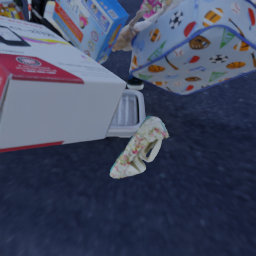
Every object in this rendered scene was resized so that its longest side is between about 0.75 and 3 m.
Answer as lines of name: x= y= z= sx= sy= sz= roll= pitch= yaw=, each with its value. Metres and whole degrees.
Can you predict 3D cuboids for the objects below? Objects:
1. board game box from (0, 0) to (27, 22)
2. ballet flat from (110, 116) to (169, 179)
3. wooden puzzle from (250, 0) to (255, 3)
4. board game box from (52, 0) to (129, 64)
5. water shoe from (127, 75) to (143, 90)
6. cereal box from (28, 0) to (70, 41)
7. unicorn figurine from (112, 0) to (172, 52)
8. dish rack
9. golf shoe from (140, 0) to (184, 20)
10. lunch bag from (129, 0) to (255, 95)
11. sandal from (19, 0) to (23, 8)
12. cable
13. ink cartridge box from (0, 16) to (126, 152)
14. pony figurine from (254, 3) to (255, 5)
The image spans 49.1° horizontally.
board game box: x=-2.554 y=-2.076 z=5.351 sx=0.295 sy=2.512 sz=1.316 roll=0 pitch=26 yaw=37
ballet flat: x=0.146 y=0.412 z=4.178 sx=0.505 sy=1.336 sz=0.427 roll=-15 pitch=55 yaw=-48
wooden puzzle: x=3.759 y=-3.531 z=8.345 sx=0.541 sy=2.687 sz=2.904 roll=-18 pitch=5 yaw=-28
board game box: x=-0.796 y=-2.129 z=5.380 sx=0.397 sy=1.391 sz=1.420 roll=-36 pitch=86 yaw=-31
water shoe: x=0.277 y=-2.029 z=10.776 sx=0.611 sy=0.675 sz=1.710 roll=1 pitch=33 yaw=1
cereal box: x=-2.186 y=-2.497 z=8.069 sx=1.507 sy=2.094 sz=0.414 roll=26 pitch=36 yaw=29
unicorn figurine: x=0.518 y=-2.489 z=7.420 sx=2.683 sy=1.843 sz=0.991 roll=-14 pitch=77 yaw=-42
dish rack: x=-0.923 y=-0.418 z=8.365 sx=2.791 sy=0.608 sz=2.395 roll=0 pitch=32 yaw=0
golf shoe: x=1.627 y=-4.493 z=9.597 sx=2.830 sy=1.295 sz=1.066 roll=-45 pitch=57 yaw=-2
lunch bag: x=1.397 y=-1.497 z=5.614 sx=2.121 sy=1.000 sz=2.646 roll=12 pitch=-15 yaw=-35
sandal: x=-2.972 y=-2.378 z=6.508 sx=0.438 sy=0.778 sz=2.045 roll=-2 pitch=70 yaw=35
cable: x=-1.120 y=-2.378 z=6.044 sx=1.942 sy=1.585 sz=0.493 roll=6 pitch=10 yaw=-12
ink cartridge box: x=-1.371 y=-0.725 z=3.694 sx=1.577 sy=0.896 sz=2.164 roll=-7 pitch=38 yaw=-48
pony figurine: x=2.349 y=-2.539 z=7.474 sx=2.286 sy=1.972 sz=2.368 roll=3 pitch=-1 yaw=9
